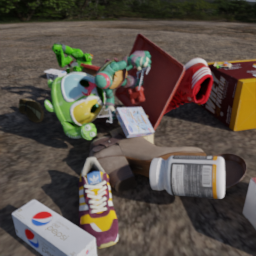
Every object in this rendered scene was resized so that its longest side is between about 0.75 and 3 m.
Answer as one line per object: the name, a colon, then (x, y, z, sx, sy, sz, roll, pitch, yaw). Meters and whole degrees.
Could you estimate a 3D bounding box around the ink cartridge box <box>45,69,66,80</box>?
ink cartridge box: (-4.149, -3.009, 15.915, 1.149, 0.390, 0.667, 16, 32, 28)

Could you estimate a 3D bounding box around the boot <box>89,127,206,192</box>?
boot: (0.352, 0.627, 7.829, 2.922, 1.026, 2.137, -13, 34, -15)

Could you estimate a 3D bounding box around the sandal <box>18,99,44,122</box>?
sandal: (-3.812, -0.752, 11.226, 0.514, 0.764, 1.903, 4, 12, -46)

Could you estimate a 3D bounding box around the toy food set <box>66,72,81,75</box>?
toy food set: (-3.451, -3.303, 16.282, 1.325, 0.596, 0.633, 6, 27, 12)

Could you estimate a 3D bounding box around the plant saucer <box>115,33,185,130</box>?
plant saucer: (0.704, -1.506, 9.468, 0.460, 2.507, 2.502, -2, 39, -39)

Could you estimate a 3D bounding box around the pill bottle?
pill bottle: (1.304, 1.056, 6.168, 1.536, 0.894, 0.894, -1, 25, 23)

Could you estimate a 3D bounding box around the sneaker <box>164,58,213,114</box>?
sneaker: (1.710, -1.101, 9.554, 1.043, 2.663, 1.538, 31, 29, -22)

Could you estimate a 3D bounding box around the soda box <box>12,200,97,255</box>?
soda box: (-1.461, 2.108, 5.452, 1.799, 0.613, 0.573, 18, 32, 31)

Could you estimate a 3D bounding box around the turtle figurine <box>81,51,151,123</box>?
turtle figurine: (-0.206, -1.431, 8.170, 1.388, 2.064, 2.758, 42, 32, 1)

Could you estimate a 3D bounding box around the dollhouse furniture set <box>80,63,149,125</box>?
dollhouse furniture set: (-0.422, -1.119, 9.804, 2.922, 1.572, 1.188, 22, 13, 26)

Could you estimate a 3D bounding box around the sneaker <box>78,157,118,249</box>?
sneaker: (-0.738, 1.543, 6.143, 0.826, 0.993, 2.203, -8, 28, -15)

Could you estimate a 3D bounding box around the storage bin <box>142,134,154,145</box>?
storage bin: (0.224, 0.327, 9.221, 0.924, 0.436, 0.930, -16, 31, -27)

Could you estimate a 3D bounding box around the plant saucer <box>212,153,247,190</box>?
plant saucer: (2.414, 1.175, 7.306, 1.338, 0.230, 1.338, -21, 28, 12)

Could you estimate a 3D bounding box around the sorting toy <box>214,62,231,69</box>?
sorting toy: (3.665, -2.439, 10.903, 0.624, 0.124, 0.844, 11, 28, 20)

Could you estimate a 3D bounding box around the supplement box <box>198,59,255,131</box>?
supplement box: (4.696, -1.440, 11.133, 2.754, 1.854, 2.792, -7, 27, -14)

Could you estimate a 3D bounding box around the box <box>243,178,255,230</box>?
box: (3.670, 1.751, 5.696, 1.943, 1.033, 1.479, -5, 27, -9)

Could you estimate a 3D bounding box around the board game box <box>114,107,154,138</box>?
board game box: (0.180, -0.175, 8.039, 0.918, 0.189, 0.920, -4, 57, -37)

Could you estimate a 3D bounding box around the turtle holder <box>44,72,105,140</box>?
turtle holder: (-1.579, -0.785, 8.718, 1.556, 1.665, 2.191, -16, 33, 12)

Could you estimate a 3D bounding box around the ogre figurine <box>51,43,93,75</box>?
ogre figurine: (-2.130, -2.647, 11.622, 2.173, 1.066, 1.303, 38, 36, 23)
